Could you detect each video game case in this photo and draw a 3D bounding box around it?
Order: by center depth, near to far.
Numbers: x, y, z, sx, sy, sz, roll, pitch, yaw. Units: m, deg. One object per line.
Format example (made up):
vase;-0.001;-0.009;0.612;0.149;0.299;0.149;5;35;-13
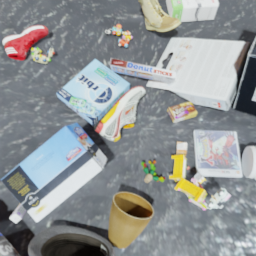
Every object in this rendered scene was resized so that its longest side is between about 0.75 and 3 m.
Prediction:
video game case;2.760;0.786;8.707;1.366;0.172;1.499;2;63;1

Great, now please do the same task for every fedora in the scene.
fedora;-1.340;3.297;6.773;2.099;1.856;0.948;10;102;12

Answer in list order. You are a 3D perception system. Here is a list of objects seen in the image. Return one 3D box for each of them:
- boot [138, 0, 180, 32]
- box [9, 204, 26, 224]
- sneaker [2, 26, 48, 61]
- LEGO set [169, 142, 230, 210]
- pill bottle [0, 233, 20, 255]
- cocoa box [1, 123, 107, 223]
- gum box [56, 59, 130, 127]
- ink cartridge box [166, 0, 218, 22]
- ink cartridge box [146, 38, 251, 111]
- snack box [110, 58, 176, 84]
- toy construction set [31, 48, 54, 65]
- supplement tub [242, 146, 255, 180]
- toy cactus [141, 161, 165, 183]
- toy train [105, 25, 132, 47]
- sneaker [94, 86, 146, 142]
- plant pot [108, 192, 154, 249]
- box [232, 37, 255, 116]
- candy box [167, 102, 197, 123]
boot;1.086;-4.281;10.241;0.637;1.361;1.751;-36;35;-16
box;-2.738;2.048;7.391;0.239;1.151;0.223;-42;101;15
sneaker;-3.727;-3.075;10.486;1.754;0.687;1.013;-22;73;3
LEGO set;1.827;1.493;8.004;1.084;0.877;2.357;-36;41;3
pill bottle;-3.385;3.121;6.681;2.038;1.159;1.159;42;70;12
cocoa box;-1.833;1.064;7.326;2.134;1.423;1.400;-39;93;3
gum box;-1.163;-1.244;9.553;1.624;0.426;1.912;38;70;14
ink cartridge box;2.547;-5.031;11.314;1.811;0.761;1.318;-4;63;-2
ink cartridge box;2.390;-1.944;9.633;2.895;0.726;2.348;15;70;36
snack box;0.475;-1.827;9.106;2.109;0.758;0.256;13;87;3
toy construction set;-3.163;-2.679;10.351;0.933;0.430;0.612;6;62;15
supplement tub;4.183;1.041;8.061;1.491;1.081;1.081;5;63;3
toy cactus;0.690;1.337;8.098;0.850;0.434;0.701;48;36;-3
toy train;-0.294;-3.554;10.647;1.133;0.315;0.851;42;51;16
sneaker;-0.108;-0.459;8.999;0.916;0.868;2.230;42;66;-6
plant pot;-0.067;2.474;7.286;1.105;1.105;1.186;25;106;12
box;4.563;-2.003;8.611;1.602;2.586;2.542;20;64;21
candy box;1.787;-0.525;9.278;0.860;0.243;0.502;-14;62;-17
